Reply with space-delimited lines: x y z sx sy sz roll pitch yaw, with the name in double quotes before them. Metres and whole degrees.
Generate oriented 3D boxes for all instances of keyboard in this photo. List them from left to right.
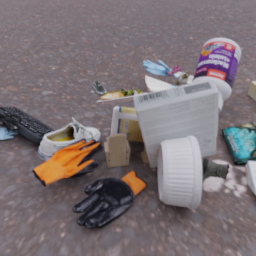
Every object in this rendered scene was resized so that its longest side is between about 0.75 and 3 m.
"keyboard" -3.453 -0.266 9.162 2.764 0.548 1.438 25 23 30

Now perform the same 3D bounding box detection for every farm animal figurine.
"farm animal figurine" 1.553 -1.109 8.634 1.094 0.681 1.354 27 64 -10

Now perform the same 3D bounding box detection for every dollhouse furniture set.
"dollhouse furniture set" 0.398 -0.451 8.707 2.555 1.766 2.706 -6 35 -9

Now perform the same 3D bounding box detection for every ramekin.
"ramekin" 1.155 1.042 6.640 0.809 1.737 1.737 0 35 1

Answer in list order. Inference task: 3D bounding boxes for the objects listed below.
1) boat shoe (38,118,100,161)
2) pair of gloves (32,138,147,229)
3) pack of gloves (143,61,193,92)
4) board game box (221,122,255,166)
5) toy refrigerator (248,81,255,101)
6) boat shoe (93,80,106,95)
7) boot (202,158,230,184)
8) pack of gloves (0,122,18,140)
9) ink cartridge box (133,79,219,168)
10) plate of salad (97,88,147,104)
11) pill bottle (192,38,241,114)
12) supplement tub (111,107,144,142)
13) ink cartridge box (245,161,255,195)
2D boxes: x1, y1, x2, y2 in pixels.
"boat shoe" -1.568 0.171 8.124 0.832 0.961 2.253 37 32 26
"pair of gloves" -0.927 1.279 7.050 2.370 0.293 2.111 41 47 19
"pack of gloves" 1.839 -1.842 10.568 2.625 0.518 2.205 13 37 -20
"board game box" 3.557 0.445 8.511 1.050 0.219 1.553 -15 34 12
"toy refrigerator" 5.489 -1.141 10.629 0.730 0.673 1.924 -8 37 -12
"boat shoe" -1.221 -1.693 11.694 0.349 0.343 0.968 -20 40 -26
"boot" 2.150 1.201 7.083 0.665 1.019 0.345 15 51 13
"pack of gloves" -4.657 -0.041 9.347 1.884 0.372 1.583 -14 36 -18
"ink cartridge box" 1.290 -0.009 7.172 1.930 2.379 0.596 -13 49 4
"plate of salad" -0.152 -0.854 7.314 1.358 0.326 1.358 -10 7 1
"pill bottle" 3.007 -1.755 9.819 1.375 1.375 2.468 14 71 19
"supplement tub" 0.195 -0.088 8.379 1.359 0.983 0.983 6 35 -4
"ink cartridge box" 3.809 1.614 7.156 1.275 0.394 1.572 2 54 4
